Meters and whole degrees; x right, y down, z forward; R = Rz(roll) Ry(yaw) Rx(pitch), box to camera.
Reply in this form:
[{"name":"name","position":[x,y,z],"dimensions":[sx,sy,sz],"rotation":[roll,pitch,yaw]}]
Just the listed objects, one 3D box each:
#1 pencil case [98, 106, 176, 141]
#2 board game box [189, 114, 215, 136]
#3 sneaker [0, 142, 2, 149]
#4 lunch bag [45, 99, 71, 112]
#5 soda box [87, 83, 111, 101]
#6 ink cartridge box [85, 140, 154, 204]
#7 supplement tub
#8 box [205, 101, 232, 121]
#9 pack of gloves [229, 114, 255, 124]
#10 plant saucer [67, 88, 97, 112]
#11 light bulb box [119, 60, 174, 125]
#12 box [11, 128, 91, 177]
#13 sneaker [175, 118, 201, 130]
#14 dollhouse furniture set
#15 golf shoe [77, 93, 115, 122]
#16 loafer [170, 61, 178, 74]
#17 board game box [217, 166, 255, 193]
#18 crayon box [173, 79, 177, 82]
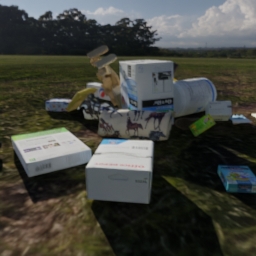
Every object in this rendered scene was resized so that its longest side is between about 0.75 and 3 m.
[{"name":"pencil case","position":[0.287,-0.191,9.859],"dimensions":[2.662,1.036,1.191],"rotation":[4,61,16]},{"name":"board game box","position":[2.534,-0.092,9.614],"dimensions":[0.807,0.410,0.192],"rotation":[-38,-18,29]},{"name":"sneaker","position":[-4.725,0.466,8.687],"dimensions":[1.592,0.601,0.916],"rotation":[-6,20,-12]},{"name":"lunch bag","position":[-3.410,-1.176,14.182],"dimensions":[1.439,0.544,1.153],"rotation":[6,16,14]},{"name":"soda box","position":[-1.565,-2.236,17.157],"dimensions":[0.741,0.792,2.327],"rotation":[-16,23,-42]},{"name":"ink cartridge box","position":[-0.112,0.954,6.722],"dimensions":[1.383,0.798,1.907],"rotation":[2,16,6]},{"name":"supplement tub","position":[2.772,-1.443,13.147],"dimensions":[2.486,1.640,1.640],"rotation":[-13,22,-34]},{"name":"box","position":[3.770,-0.695,11.755],"dimensions":[0.935,0.615,0.940],"rotation":[-1,-14,9]},{"name":"pack of gloves","position":[5.166,-0.232,11.656],"dimensions":[1.739,0.408,2.069],"rotation":[-3,10,14]},{"name":"plant saucer","position":[-2.284,-1.438,13.554],"dimensions":[1.338,0.324,1.338],"rotation":[-40,-3,38]},{"name":"light bulb box","position":[0.715,-1.509,11.725],"dimensions":[1.564,2.506,2.484],"rotation":[-7,16,-15]},{"name":"box","position":[-2.386,0.622,8.452],"dimensions":[1.775,0.447,2.460],"rotation":[-11,21,-28]},{"name":"sneaker","position":[2.377,-0.179,11.248],"dimensions":[1.313,0.463,0.496],"rotation":[0,2,-23]},{"name":"dollhouse furniture set","position":[-0.302,-2.495,14.182],"dimensions":[1.919,2.710,2.950],"rotation":[-31,50,-8]},{"name":"golf shoe","position":[-1.233,-0.590,11.957],"dimensions":[1.128,0.928,2.388],"rotation":[-42,44,-20]},{"name":"loafer","position":[1.874,-2.263,13.403],"dimensions":[0.570,1.809,0.650],"rotation":[18,22,3]},{"name":"board game box","position":[2.679,1.231,6.833],"dimensions":[0.750,0.233,0.993],"rotation":[1,17,4]},{"name":"crayon box","position":[1.682,-1.985,15.250],"dimensions":[2.578,0.751,2.224],"rotation":[-17,33,-24]}]
